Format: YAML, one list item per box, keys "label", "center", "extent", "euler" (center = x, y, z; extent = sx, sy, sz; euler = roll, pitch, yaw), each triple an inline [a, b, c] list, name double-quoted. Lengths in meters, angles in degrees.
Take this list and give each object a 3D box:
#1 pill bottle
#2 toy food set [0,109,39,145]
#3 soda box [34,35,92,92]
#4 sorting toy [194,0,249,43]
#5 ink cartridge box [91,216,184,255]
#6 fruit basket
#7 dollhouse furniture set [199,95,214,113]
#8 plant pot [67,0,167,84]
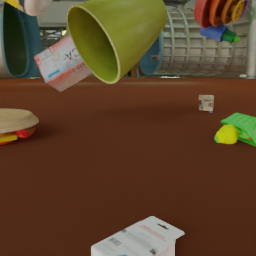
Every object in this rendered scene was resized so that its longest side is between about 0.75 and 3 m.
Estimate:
- label: "pill bottle"
  center: [-2.104, -2.734, 4.178]
  extent: [2.118, 1.186, 1.186]
  euler: [28, 9, -11]
- label: "toy food set"
  center: [-3.643, -0.026, 7.167]
  extent: [2.603, 0.633, 2.576]
  euler: [12, 18, 44]
- label: "soda box"
  center: [-1.127, -2.228, 8.091]
  extent: [2.928, 0.931, 1.001]
  euler: [-28, -12, 6]
- label: "sorting toy"
  center: [3.065, -3.487, 8.459]
  extent: [1.208, 1.769, 2.944]
  euler: [32, 36, 25]
- label: "ink cartridge box"
  center: [0.114, 1.167, 2.647]
  extent: [0.811, 0.275, 0.470]
  euler: [-11, 17, -41]
- label: "fruit basket"
  center: [2.616, 0.138, 6.786]
  extent: [1.046, 0.755, 1.046]
  euler: [-39, 21, 17]
- label: "dollhouse furniture set"
  center: [3.182, -0.880, 11.534]
  extent: [0.595, 0.599, 0.850]
  euler: [4, 43, 19]
- label: "plant pot"
  center: [-0.068, -2.320, 6.548]
  extent: [1.963, 1.837, 1.837]
  euler: [-37, 28, -21]
